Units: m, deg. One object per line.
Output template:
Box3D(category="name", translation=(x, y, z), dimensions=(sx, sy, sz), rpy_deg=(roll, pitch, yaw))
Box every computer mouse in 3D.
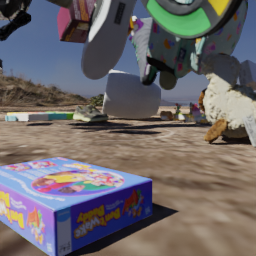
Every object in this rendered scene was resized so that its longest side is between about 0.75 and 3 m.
Box3D(category="computer mouse", translation=(-2.186, -2.763, 5.788), dimensions=(0.437, 1.899, 1.334), rpy_deg=(24, 43, -5))

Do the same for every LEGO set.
Box3D(category="LEGO set", translation=(2.269, -0.739, 10.516), dimensions=(1.194, 0.966, 2.596), rpy_deg=(-2, 6, -24))

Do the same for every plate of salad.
Box3D(category="plate of salad", translation=(-3.777, -3.618, 7.525), dimensions=(2.121, 0.509, 2.121), rpy_deg=(-2, -12, 0))

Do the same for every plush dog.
Box3D(category="plush dog", translation=(2.057, -0.281, 5.373), dimensions=(1.944, 1.560, 1.670), rpy_deg=(33, 3, 22))

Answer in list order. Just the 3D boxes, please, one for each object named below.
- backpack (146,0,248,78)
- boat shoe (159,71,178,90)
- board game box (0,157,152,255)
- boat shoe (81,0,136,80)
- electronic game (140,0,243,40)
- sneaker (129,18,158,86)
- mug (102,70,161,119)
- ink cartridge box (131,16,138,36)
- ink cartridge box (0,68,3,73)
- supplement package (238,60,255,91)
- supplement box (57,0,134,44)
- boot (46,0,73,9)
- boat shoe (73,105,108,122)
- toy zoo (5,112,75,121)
Box3D(category="backpack", translation=(1.930, -3.095, 7.868), dimensions=(2.259, 2.947, 2.590), rpy_deg=(29, 45, 36))
Box3D(category="boat shoe", translation=(1.697, -2.611, 10.434), dimensions=(0.917, 2.454, 0.814), rpy_deg=(7, 5, 12))
Box3D(category="board game box", translation=(-0.465, 0.424, 1.860), dimensions=(1.049, 0.235, 0.705), rpy_deg=(5, 7, 44))
Box3D(category="boat shoe", translation=(-0.533, -2.746, 7.356), dimensions=(1.026, 2.989, 0.846), rpy_deg=(12, 18, -37))
Box3D(category="electronic game", translation=(0.673, -2.712, 4.076), dimensions=(0.598, 2.875, 2.875), rpy_deg=(-28, 14, -17))
Box3D(category="sneaker", translation=(0.527, -2.654, 9.739), dimensions=(1.121, 2.561, 0.953), rpy_deg=(7, -16, 19))
Box3D(category="mug", translation=(0.146, -1.310, 12.076), dimensions=(2.229, 1.877, 2.542), rpy_deg=(10, 1, -4))
Box3D(category="ink cartridge box", translation=(0.303, -4.583, 12.749), dimensions=(0.335, 0.800, 0.577), rpy_deg=(-17, 40, -1))
Box3D(category="ink cartridge box", translation=(-4.465, -2.032, 8.241), dimensions=(1.207, 0.509, 0.874), rpy_deg=(43, 1, 11))
Box3D(category="supplement package", translation=(3.828, -1.635, 8.813), dimensions=(0.615, 0.789, 0.438), rpy_deg=(12, -26, -34))
Box3D(category="supplement box", translation=(-1.176, -3.752, 9.999), dimensions=(2.380, 1.019, 1.313), rpy_deg=(-3, -14, -29))
Box3D(category="boot", translation=(-2.559, -3.460, 6.830), dimensions=(2.447, 2.225, 0.888), rpy_deg=(2, 39, -48))
Box3D(category="boat shoe", translation=(-1.438, -0.553, 10.417), dimensions=(0.668, 0.614, 1.869), rpy_deg=(-5, 7, -42))
Box3D(category="toy zoo", translation=(-3.648, -0.486, 11.493), dimensions=(1.802, 0.281, 2.746), rpy_deg=(5, 7, 44))
